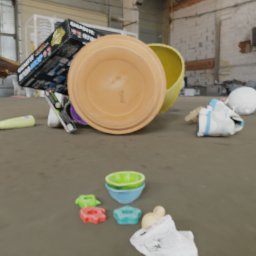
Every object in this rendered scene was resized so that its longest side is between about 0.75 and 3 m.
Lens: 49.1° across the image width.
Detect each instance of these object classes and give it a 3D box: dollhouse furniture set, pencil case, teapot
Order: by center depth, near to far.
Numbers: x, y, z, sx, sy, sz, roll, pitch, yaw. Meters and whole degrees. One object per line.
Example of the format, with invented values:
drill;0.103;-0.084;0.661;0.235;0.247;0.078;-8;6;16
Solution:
pencil case;-1.094;-0.726;9.502;1.027;0.946;2.222;-42;1;15
dollhouse furniture set;2.448;-0.310;9.914;0.552;0.647;1.247;-40;-10;24
teapot;5.459;-1.109;13.246;1.480;1.095;1.500;27;-45;-28

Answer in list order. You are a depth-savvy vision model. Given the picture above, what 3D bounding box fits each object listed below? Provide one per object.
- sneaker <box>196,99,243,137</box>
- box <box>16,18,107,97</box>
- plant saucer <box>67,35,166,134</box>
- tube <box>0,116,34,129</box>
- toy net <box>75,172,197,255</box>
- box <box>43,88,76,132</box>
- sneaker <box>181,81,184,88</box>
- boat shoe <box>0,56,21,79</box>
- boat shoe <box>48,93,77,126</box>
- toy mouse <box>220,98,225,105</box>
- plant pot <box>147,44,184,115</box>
sneaker;2.712;-0.200;8.013;1.093;0.945;2.522;10;20;22
box;-1.759;-1.961;8.713;2.830;0.651;2.249;-27;-22;38
plant saucer;-0.303;-1.038;7.126;2.533;2.533;0.409;1;18;5
tube;-3.744;-0.123;9.000;1.453;0.422;0.377;-13;60;-50
toy net;0.023;0.779;2.629;0.799;0.294;1.523;-4;9;-24
box;-1.907;-0.473;7.715;0.219;1.264;0.696;-34;12;-15
sneaker;1.047;-2.613;13.259;2.931;1.080;1.694;8;40;-14
boat shoe;-4.083;-1.931;8.847;0.742;0.741;2.109;21;4;37
boat shoe;-2.137;-0.619;9.683;0.951;1.056;2.988;13;7;-10
toy mouse;3.243;-0.799;9.633;0.154;0.798;0.709;3;-33;16
plant pot;0.819;-1.451;9.898;2.445;2.445;1.735;3;-31;19
